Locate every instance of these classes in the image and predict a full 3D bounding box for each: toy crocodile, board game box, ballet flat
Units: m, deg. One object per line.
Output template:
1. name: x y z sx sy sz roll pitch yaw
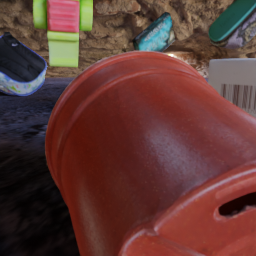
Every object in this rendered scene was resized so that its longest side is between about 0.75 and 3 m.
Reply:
1. toy crocodile: -0.883 -2.108 3.990 0.888 2.630 0.812 4 31 -15
2. board game box: 0.802 -2.625 8.387 1.454 0.983 0.205 -44 51 -16
3. ballet flat: 2.529 -2.360 4.905 0.892 0.892 2.479 -13 -25 -46

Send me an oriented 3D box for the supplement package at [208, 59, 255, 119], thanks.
1. supplement package: 3.381 -0.809 6.826 2.852 1.673 1.667 -11 16 -41

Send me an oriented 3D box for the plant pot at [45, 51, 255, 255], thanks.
1. plant pot: 0.289 0.417 1.829 1.643 1.643 1.598 -3 21 -14

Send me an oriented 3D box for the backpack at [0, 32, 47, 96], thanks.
1. backpack: -5.931 -3.070 14.802 2.926 2.150 2.678 31 53 -2
